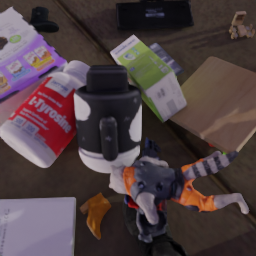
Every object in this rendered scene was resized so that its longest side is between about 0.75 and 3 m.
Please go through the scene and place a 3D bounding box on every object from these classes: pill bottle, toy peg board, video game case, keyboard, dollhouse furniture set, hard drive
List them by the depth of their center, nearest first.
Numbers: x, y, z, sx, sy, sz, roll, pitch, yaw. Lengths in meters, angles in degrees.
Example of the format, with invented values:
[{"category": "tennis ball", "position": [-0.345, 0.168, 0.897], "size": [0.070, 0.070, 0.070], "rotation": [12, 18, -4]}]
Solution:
[{"category": "hard drive", "position": [-2.353, 2.379, 6.430], "size": [2.216, 0.291, 1.461], "rotation": [-2, 62, -1]}, {"category": "pill bottle", "position": [-1.844, -0.434, 7.223], "size": [1.490, 1.490, 2.655], "rotation": [28, 66, 14]}, {"category": "toy peg board", "position": [2.501, -0.454, 7.515], "size": [2.267, 1.109, 2.258], "rotation": [-45, 54, -13]}, {"category": "video game case", "position": [0.918, -2.020, 8.820], "size": [1.011, 0.134, 1.415], "rotation": [-32, 68, -15]}, {"category": "dollhouse furniture set", "position": [3.786, -3.429, 9.348], "size": [0.693, 0.491, 0.755], "rotation": [-5, 62, -2]}, {"category": "keyboard", "position": [0.896, -4.043, 9.781], "size": [2.614, 0.335, 1.569], "rotation": [-3, 69, -3]}]

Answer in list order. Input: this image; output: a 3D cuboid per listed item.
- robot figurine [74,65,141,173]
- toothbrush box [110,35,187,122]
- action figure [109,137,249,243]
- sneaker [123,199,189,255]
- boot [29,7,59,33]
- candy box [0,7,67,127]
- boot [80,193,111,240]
[{"category": "robot figurine", "position": [-0.427, -0.171, 6.585], "size": [1.567, 2.511, 1.886], "rotation": [14, 24, 34]}, {"category": "toothbrush box", "position": [0.520, -1.279, 7.238], "size": [0.823, 1.391, 1.911], "rotation": [-36, 51, 2]}, {"category": "action figure", "position": [0.866, 0.889, 6.080], "size": [2.624, 1.419, 2.713], "rotation": [-5, 45, 0]}, {"category": "sneaker", "position": [0.728, 2.518, 5.642], "size": [0.897, 1.559, 2.989], "rotation": [-21, 65, -12]}, {"category": "boot", "position": [-2.834, -3.722, 9.535], "size": [1.092, 0.417, 0.917], "rotation": [2, 66, 8]}, {"category": "candy box", "position": [-3.535, -1.862, 8.210], "size": [2.469, 1.053, 2.943], "rotation": [-37, 69, -17]}, {"category": "boot", "position": [-0.665, 2.039, 6.574], "size": [0.672, 0.330, 0.938], "rotation": [-31, 61, -9]}]
